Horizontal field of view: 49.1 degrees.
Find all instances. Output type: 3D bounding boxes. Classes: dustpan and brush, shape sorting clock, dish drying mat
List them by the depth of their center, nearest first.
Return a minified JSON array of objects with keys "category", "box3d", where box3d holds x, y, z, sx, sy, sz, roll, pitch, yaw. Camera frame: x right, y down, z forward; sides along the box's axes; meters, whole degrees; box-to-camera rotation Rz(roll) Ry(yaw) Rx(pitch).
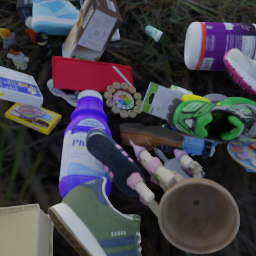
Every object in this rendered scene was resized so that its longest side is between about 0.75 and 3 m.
[{"category":"shape sorting clock","box3d":[3.031,0.612,6.377,1.496,0.293,1.496,3,28,-1]},{"category":"dustpan and brush","box3d":[1.051,0.898,6.627,0.879,0.360,1.259,-34,71,-17]},{"category":"dish drying mat","box3d":[-0.879,-1.381,7.459,2.247,0.204,0.863,1,80,-29]}]

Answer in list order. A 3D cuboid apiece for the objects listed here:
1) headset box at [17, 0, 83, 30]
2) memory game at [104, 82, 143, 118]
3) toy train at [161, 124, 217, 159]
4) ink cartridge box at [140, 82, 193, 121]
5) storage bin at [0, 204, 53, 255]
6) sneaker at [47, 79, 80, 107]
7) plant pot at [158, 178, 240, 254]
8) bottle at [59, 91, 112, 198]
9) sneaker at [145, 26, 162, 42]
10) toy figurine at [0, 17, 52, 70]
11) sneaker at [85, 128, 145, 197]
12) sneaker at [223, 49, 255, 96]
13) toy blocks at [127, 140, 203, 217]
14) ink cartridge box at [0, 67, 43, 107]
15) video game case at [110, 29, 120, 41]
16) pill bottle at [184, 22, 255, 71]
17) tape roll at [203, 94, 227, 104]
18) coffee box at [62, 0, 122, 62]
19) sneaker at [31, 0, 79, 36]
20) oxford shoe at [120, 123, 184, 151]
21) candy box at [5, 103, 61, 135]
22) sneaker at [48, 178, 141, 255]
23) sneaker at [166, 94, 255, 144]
[{"category":"headset box","box3d":[-2.627,-4.274,9.437,2.127,0.987,1.852,-7,59,-4]},{"category":"memory game","box3d":[-0.098,-0.754,7.417,1.130,0.072,1.130,12,58,-19]},{"category":"toy train","box3d":[1.495,0.285,6.836,1.420,0.615,0.811,11,68,4]},{"category":"ink cartridge box","box3d":[0.959,-0.662,6.984,1.094,0.809,0.414,20,26,0]},{"category":"storage bin","box3d":[-2.518,2.629,5.141,2.023,0.955,2.038,-6,59,-3]},{"category":"sneaker","box3d":[-1.770,-1.136,7.508,1.247,0.873,0.485,29,73,18]},{"category":"plant pot","box3d":[1.320,1.586,5.398,1.463,0.675,1.463,2,102,9]},{"category":"bottle","box3d":[-0.939,0.342,6.551,1.117,0.873,2.674,10,56,-17]},{"category":"sneaker","box3d":[0.765,-2.960,8.746,0.516,0.322,0.875,27,19,-9]},{"category":"toy figurine","box3d":[-3.062,-2.552,8.399,1.305,0.922,1.325,-24,61,-14]},{"category":"sneaker","box3d":[-0.235,0.675,5.817,0.608,1.733,0.711,-34,21,1]},{"category":"sneaker","box3d":[3.795,-1.216,6.890,2.978,1.211,1.314,32,104,3]},{"category":"toy blocks","box3d":[0.622,0.865,5.928,1.418,1.325,1.193,-40,54,-9]},{"category":"ink cartridge box","box3d":[-3.060,-1.131,7.105,1.515,0.356,1.497,11,26,-36]},{"category":"video game case","box3d":[-0.804,-3.243,9.314,0.909,0.117,1.000,-9,59,-6]},{"category":"pill bottle","box3d":[2.867,-2.291,7.989,2.347,1.320,1.320,2,58,1]},{"category":"tape roll","box3d":[2.330,-0.429,7.419,0.982,0.324,0.982,0,59,0]},{"category":"coffee box","box3d":[-1.061,-2.552,7.681,0.781,1.960,1.121,14,45,-32]},{"category":"sneaker","box3d":[-1.776,-3.556,8.380,2.231,0.887,1.456,-5,86,-33]},{"category":"oxford shoe","box3d":[0.543,0.285,6.568,1.712,0.610,0.611,9,16,40]},{"category":"candy box","box3d":[-2.484,-0.311,7.364,1.289,0.170,0.659,21,48,11]},{"category":"sneaker","box3d":[-0.085,2.119,5.044,1.252,0.935,2.789,-40,93,-33]},{"category":"sneaker","box3d":[2.150,-0.041,5.960,2.628,1.025,1.120,-1,25,-27]}]
